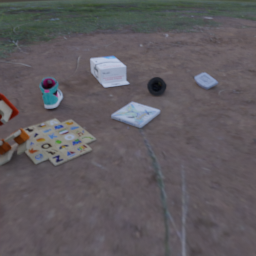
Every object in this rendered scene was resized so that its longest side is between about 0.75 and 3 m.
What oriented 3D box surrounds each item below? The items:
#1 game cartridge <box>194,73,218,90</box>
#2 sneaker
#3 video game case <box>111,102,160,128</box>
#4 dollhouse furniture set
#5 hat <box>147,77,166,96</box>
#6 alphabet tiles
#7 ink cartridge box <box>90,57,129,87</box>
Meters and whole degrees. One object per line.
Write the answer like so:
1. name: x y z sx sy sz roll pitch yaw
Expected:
1. game cartridge: 3.629 -2.199 13.199 0.687 0.208 1.030 -25 45 -10
2. sneaker: -3.170 -1.591 11.528 0.742 1.071 1.775 -4 27 -5
3. video game case: 0.302 -0.526 10.673 1.305 0.158 1.432 19 36 29
4. dollhouse furniture set: -4.287 -0.123 8.116 2.398 2.424 1.249 -29 25 14
5. hat: 1.233 -1.789 12.488 0.924 0.373 0.924 3 73 -10
6. alphabet tiles: -2.400 0.381 9.228 2.102 0.080 2.526 -23 38 -32
7. ink cartridge box: -0.937 -2.832 13.942 1.335 0.781 2.302 -12 33 -19
